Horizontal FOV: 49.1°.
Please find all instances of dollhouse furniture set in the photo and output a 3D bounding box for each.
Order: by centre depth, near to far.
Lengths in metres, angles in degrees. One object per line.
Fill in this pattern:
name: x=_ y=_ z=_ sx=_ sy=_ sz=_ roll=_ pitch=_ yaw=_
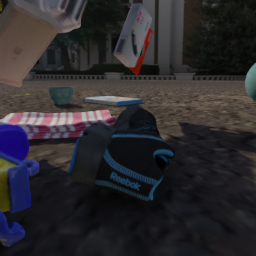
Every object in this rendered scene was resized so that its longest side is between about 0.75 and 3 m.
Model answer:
dollhouse furniture set: x=-2.915 y=-2.342 z=5.406 sx=2.424 sy=1.582 sz=2.289 roll=53 pitch=21 yaw=23

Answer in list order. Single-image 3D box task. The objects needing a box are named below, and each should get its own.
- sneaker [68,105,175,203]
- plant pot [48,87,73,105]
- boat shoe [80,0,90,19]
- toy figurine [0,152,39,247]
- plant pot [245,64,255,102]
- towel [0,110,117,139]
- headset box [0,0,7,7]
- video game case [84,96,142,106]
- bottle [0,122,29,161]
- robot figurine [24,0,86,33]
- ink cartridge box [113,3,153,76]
sneaker: x=0.118 y=0.325 z=3.895 sx=0.997 sy=0.891 sz=2.433 roll=24 pitch=19 yaw=10
plant pot: x=-2.905 y=-1.395 z=12.166 sx=1.051 sy=0.704 sz=1.051 roll=1 pitch=12 yaw=0
boat shoe: x=-2.027 y=-4.128 z=9.340 sx=1.058 sy=0.907 sz=2.893 roll=-35 pitch=-5 yaw=16
toy figurine: x=-1.301 y=0.351 z=2.282 sx=2.539 sy=1.339 sz=1.521 roll=11 pitch=10 yaw=39
plant pot: x=5.714 y=-1.681 z=10.872 sx=1.961 sy=1.961 sz=1.321 roll=2 pitch=21 yaw=11
towel: x=-1.747 y=-0.174 z=6.849 sx=2.848 sy=0.426 sz=2.084 roll=-2 pitch=11 yaw=-11
headset box: x=-3.366 y=-3.452 z=6.420 sx=1.001 sy=0.505 sz=1.347 roll=13 pitch=-5 yaw=-14
video game case: x=-0.692 y=-1.252 z=12.730 sx=2.223 sy=0.198 sz=1.591 roll=10 pitch=16 yaw=42
bottle: x=-2.422 y=0.167 z=4.599 sx=1.938 sy=0.633 sz=0.810 roll=11 pitch=18 yaw=42
robot figurine: x=-2.117 y=-3.151 z=7.300 sx=2.283 sy=1.289 sz=1.936 roll=16 pitch=-10 yaw=39
ink cartridge box: x=0.339 y=-2.749 z=8.977 sx=0.382 sy=1.755 sz=1.523 roll=14 pitch=-9 yaw=35
